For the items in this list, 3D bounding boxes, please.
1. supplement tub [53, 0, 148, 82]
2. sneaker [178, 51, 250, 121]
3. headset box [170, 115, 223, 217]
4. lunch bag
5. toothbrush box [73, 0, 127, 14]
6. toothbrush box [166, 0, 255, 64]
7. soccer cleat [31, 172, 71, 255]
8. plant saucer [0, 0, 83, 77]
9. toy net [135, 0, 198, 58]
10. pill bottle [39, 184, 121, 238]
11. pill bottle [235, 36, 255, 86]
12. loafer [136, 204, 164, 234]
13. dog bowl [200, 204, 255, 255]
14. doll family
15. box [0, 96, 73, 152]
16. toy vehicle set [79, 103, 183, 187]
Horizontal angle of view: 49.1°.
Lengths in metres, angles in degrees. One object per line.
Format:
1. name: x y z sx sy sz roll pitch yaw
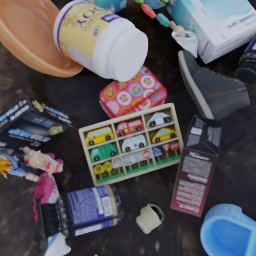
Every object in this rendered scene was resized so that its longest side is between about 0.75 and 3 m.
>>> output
1. supplement tub: -0.678 -2.122 6.922 2.010 1.461 1.461 32 74 23
2. sneaker: 2.137 -1.228 7.241 1.163 0.819 2.189 -23 69 6
3. headset box: 1.456 0.855 6.003 0.697 1.804 1.342 13 33 16
4. lunch bag: 0.179 -0.708 7.349 1.597 0.654 1.407 -37 80 -11
5. toothbrush box: -1.012 -4.624 7.390 1.195 2.802 2.051 -40 75 -19
6. toothbrush box: 2.381 -3.224 7.965 1.623 0.945 2.216 -29 74 -9
7. soccer cleat: -1.746 2.001 6.506 0.845 0.684 1.957 20 47 -39
8. plant saucer: -2.306 -2.449 6.971 0.547 2.923 2.923 -33 72 24
9. toy net: 1.150 -2.968 7.675 2.458 1.289 0.475 50 120 8
10. pill bottle: -1.006 1.778 5.941 1.594 0.891 0.891 -8 71 -20
11. pill bottle: 3.583 -1.927 7.547 0.884 0.884 1.581 35 75 11
12. loafer: 0.546 1.924 6.104 0.452 1.325 0.501 -37 81 7
13. dog bowl: 2.527 2.442 5.745 2.234 0.554 1.245 16 102 35
14. doll family: -2.779 0.609 6.340 2.620 1.626 1.181 33 84 9
15. box: -2.239 0.002 6.378 1.335 1.680 0.386 -32 71 9
16. toy vehicle set: 0.131 0.409 6.822 2.345 0.311 1.457 -17 97 -5
